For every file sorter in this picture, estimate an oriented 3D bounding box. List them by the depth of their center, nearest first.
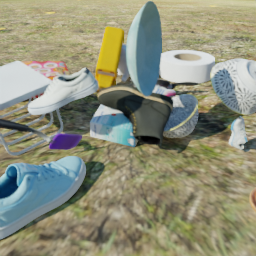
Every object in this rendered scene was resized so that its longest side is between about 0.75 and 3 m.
[{"bbox_3d":[-3.105,-0.611,7.613,1.674,1.502,2.413,-30,40,-27],"label":"file sorter"}]

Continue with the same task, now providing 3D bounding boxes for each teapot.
[{"bbox_3d":[-0.064,-2.724,11.887,1.533,1.135,1.554,47,28,17],"label":"teapot"}]

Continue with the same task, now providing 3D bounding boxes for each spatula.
[{"bbox_3d":[-2.108,0.121,6.319,2.137,0.604,0.220,19,39,-27],"label":"spatula"}]

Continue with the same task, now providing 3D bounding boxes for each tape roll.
[{"bbox_3d":[2.484,-2.661,12.011,2.321,0.812,2.321,0,31,0],"label":"tape roll"}]

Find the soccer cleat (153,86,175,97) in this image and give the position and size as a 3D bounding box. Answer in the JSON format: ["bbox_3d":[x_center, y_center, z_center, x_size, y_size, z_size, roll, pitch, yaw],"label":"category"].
[{"bbox_3d":[1.021,-1.155,8.791,1.079,0.466,0.377,-14,5,-25],"label":"soccer cleat"}]

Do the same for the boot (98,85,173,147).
[{"bbox_3d":[0.047,-0.303,7.008,1.980,0.767,1.369,7,55,14],"label":"boot"}]

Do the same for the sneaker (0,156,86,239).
[{"bbox_3d":[-1.772,1.041,5.356,0.920,1.020,2.489,20,36,29],"label":"sneaker"}]

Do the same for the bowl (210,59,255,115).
[{"bbox_3d":[3.698,-1.505,8.817,1.993,0.935,1.993,11,61,-20],"label":"bowl"}]

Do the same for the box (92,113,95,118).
[{"bbox_3d":[-0.529,-0.282,8.459,0.949,0.218,0.754,-13,32,-21],"label":"box"}]

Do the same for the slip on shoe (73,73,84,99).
[{"bbox_3d":[-1.298,-1.090,7.373,0.318,0.836,0.253,-33,62,-25],"label":"slip on shoe"}]

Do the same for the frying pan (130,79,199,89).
[{"bbox_3d":[1.199,-1.522,10.171,2.346,0.382,1.419,5,-1,-24],"label":"frying pan"}]

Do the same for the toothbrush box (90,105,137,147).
[{"bbox_3d":[-0.286,-0.096,7.580,1.261,0.538,0.923,13,41,11],"label":"toothbrush box"}]

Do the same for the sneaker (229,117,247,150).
[{"bbox_3d":[2.724,0.145,6.760,0.351,0.937,0.406,-27,42,-16],"label":"sneaker"}]

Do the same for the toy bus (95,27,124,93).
[{"bbox_3d":[-0.700,-2.479,10.397,0.786,0.946,2.416,11,67,-5],"label":"toy bus"}]

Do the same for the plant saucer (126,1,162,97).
[{"bbox_3d":[0.327,-1.708,6.216,0.389,2.020,2.020,6,30,19],"label":"plant saucer"}]

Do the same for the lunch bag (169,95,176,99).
[{"bbox_3d":[1.098,-0.964,9.410,1.082,0.443,0.953,25,39,37],"label":"lunch bag"}]

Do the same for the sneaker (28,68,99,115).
[{"bbox_3d":[-1.463,-0.815,5.995,1.629,0.577,0.595,-23,31,4],"label":"sneaker"}]

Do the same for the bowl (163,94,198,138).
[{"bbox_3d":[1.364,-0.186,7.602,1.439,0.675,1.439,-29,29,18],"label":"bowl"}]

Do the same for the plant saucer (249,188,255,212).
[{"bbox_3d":[2.855,1.512,5.369,1.013,0.190,1.013,0,30,0],"label":"plant saucer"}]

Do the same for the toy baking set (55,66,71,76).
[{"bbox_3d":[-1.988,-1.605,8.995,0.800,1.043,0.121,39,66,5],"label":"toy baking set"}]

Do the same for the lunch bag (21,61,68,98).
[{"bbox_3d":[-3.313,-1.735,10.227,2.359,0.966,2.077,-9,31,-15],"label":"lunch bag"}]
